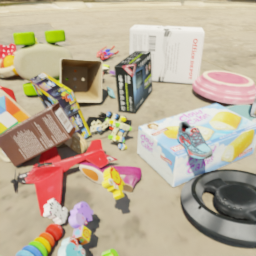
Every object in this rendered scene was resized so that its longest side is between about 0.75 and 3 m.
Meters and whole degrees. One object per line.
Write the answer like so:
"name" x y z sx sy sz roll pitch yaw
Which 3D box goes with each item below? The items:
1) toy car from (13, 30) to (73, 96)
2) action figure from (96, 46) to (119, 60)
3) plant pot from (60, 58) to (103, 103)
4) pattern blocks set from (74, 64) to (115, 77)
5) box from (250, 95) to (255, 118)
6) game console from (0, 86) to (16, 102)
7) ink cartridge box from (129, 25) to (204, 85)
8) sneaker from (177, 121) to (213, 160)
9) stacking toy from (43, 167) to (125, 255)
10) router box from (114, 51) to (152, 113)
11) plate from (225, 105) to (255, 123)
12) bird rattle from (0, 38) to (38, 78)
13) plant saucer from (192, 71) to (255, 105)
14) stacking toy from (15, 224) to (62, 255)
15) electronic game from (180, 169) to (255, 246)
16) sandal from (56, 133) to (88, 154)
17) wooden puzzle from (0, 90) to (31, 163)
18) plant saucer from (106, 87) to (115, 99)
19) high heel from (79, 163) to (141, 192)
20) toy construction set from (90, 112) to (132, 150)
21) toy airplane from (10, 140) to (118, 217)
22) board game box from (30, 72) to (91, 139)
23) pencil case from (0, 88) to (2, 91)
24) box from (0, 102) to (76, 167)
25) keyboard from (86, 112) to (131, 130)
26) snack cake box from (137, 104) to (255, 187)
"toy car" -3.503 -2.782 11.533 2.182 2.271 2.765 -10 21 -17
"action figure" -1.145 -3.990 14.889 0.460 0.582 1.778 -32 6 42
"plant pot" -1.809 -1.724 10.154 1.460 1.462 1.295 -1 12 -21
"pattern blocks set" -1.759 -2.785 12.961 2.663 0.216 2.341 17 24 27
"box" 4.089 -0.793 8.891 0.195 0.638 0.806 15 36 23
"game console" -5.082 -0.989 10.260 1.498 1.032 1.738 -39 38 -4
"ink cartridge box" 1.597 -3.157 12.005 2.977 2.173 1.255 6 28 8
"sneaker" 1.356 0.236 5.908 0.436 0.525 1.100 -21 37 -16
"stacking toy" -0.826 1.679 4.410 1.538 0.479 2.040 -30 28 20
"router box" 0.254 -1.702 10.016 0.668 1.611 2.150 7 31 20
"plate" 3.899 -0.265 8.853 2.444 0.312 2.444 1 29 0
"bird rattle" -5.227 -3.119 12.797 2.835 1.597 2.311 6 44 16
"plant saucer" 3.749 -1.634 10.720 2.480 0.629 2.480 4 28 -2
"stacking toy" -1.526 2.057 4.717 0.493 0.493 1.156 11 25 19
"electronic game" 2.187 1.480 5.617 2.238 0.466 2.238 -3 22 1
"sandal" -1.946 0.237 7.602 1.821 0.668 0.599 26 32 29
"wooden puzzle" -3.416 -0.165 7.713 1.953 0.364 1.807 39 34 -4
"plant saucer" -0.677 -1.367 10.864 0.288 0.078 0.824 29 20 -27
"high heel" -0.401 0.974 6.487 1.394 0.469 0.668 13 37 16
"toy construction set" -0.452 0.020 7.958 1.376 0.902 0.634 20 3 41
"toy airplane" -1.462 0.910 6.495 2.508 0.461 2.508 -6 30 4
"board game box" -1.988 -0.612 8.137 0.535 1.559 1.886 -34 41 -22
"pencil case" -4.932 -0.527 8.115 2.777 1.201 1.150 -23 81 -45
"box" -2.224 0.168 6.784 1.699 0.851 0.637 -26 17 12
"keyboard" -0.608 -0.206 8.916 1.433 0.148 0.910 6 36 9
"snack cake box" 1.780 0.320 7.204 2.715 0.912 1.561 -16 35 -26
